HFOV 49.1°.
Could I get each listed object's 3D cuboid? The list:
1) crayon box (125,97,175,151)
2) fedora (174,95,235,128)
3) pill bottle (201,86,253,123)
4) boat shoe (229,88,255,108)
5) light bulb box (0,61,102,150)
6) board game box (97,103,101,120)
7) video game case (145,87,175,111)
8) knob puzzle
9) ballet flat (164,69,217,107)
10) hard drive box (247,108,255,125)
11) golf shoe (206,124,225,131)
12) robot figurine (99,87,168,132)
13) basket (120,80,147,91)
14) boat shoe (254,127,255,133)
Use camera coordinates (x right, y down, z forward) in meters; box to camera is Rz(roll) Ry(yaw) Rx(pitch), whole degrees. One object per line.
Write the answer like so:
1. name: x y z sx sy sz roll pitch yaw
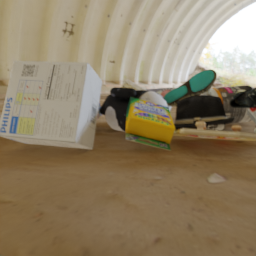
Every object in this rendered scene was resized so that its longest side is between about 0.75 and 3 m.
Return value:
1. crayon box: 0.614 -0.195 8.184 1.290 0.529 2.052 14 26 -6
2. fedora: 2.865 -0.670 11.292 2.630 1.201 2.630 -5 0 0
3. pill bottle: 4.951 -1.075 12.930 2.946 1.714 1.714 -5 10 -11
4. boat shoe: 4.653 -1.086 10.539 0.729 0.821 2.198 -35 16 -15
5. light bulb box: -2.092 -0.609 7.869 2.212 2.192 1.380 5 -12 13
6. board game box: -2.573 -0.407 11.032 2.865 0.621 2.851 -10 9 0
7. video game case: 1.006 -1.207 14.190 2.446 0.308 2.685 -1 37 21
8. knob puzzle: 2.792 0.103 8.334 3.002 0.416 3.002 4 -3 0
9. ballet flat: 2.850 -1.685 12.378 1.032 0.929 2.740 13 -32 -43
10. hard drive box: 5.189 -0.442 10.750 0.757 0.971 0.373 -31 -33 5
11. golf shoe: 3.397 -0.060 11.162 0.907 0.353 0.428 -5 -11 39
12. robot figurine: 0.217 -0.637 10.491 2.645 1.650 1.987 9 9 38
13. basket: 0.274 -1.130 12.159 1.618 1.097 0.998 32 62 13
14. boat shoe: 5.226 -0.442 9.211 0.977 0.779 2.584 17 -25 -18
